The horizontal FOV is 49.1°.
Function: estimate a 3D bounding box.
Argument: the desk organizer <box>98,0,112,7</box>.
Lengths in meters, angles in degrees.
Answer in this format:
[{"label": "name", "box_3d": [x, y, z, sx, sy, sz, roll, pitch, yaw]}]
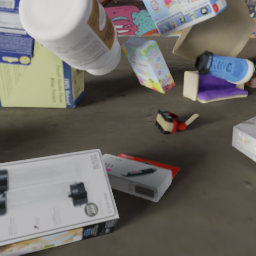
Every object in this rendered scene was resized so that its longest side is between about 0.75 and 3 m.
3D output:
[{"label": "desk organizer", "box_3d": [-0.934, -3.796, 7.939, 0.794, 0.740, 2.062, -36, 21, -13]}]

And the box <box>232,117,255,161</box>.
[{"label": "box", "box_3d": [3.704, 0.386, 5.752, 1.884, 0.575, 2.379, -20, 34, -17]}]

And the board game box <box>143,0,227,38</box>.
[{"label": "board game box", "box_3d": [1.169, -3.445, 6.928, 0.540, 1.891, 1.931, -42, 22, -26]}]

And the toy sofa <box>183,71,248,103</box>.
[{"label": "toy sofa", "box_3d": [3.599, -1.782, 11.264, 2.551, 1.057, 1.245, -10, 23, -22]}]

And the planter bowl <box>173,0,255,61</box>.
[{"label": "planter bowl", "box_3d": [2.906, -3.219, 9.134, 1.778, 2.641, 2.641, 28, 23, -4]}]

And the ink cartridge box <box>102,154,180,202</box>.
[{"label": "ink cartridge box", "box_3d": [0.163, 0.836, 5.769, 1.537, 0.335, 1.334, 11, 26, 26]}]

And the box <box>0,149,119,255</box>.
[{"label": "box", "box_3d": [-1.309, 1.089, 4.069, 2.078, 0.625, 1.212, -8, 54, -19]}]

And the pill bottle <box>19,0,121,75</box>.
[{"label": "pill bottle", "box_3d": [-1.022, -2.049, 6.065, 1.405, 1.405, 2.457, 7, -6, 17]}]

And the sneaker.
[{"label": "sneaker", "box_3d": [2.480, -1.668, 7.645, 1.006, 0.694, 1.808, 7, 18, -18]}]

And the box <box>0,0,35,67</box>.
[{"label": "box", "box_3d": [-3.131, -2.600, 7.656, 1.129, 1.864, 0.302, 4, -6, -10]}]

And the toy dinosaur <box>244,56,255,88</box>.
[{"label": "toy dinosaur", "box_3d": [5.362, -2.592, 13.277, 1.671, 1.258, 2.462, -29, 55, -21]}]

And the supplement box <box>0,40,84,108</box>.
[{"label": "supplement box", "box_3d": [-3.271, -2.392, 10.263, 2.907, 2.910, 1.954, 1, 22, 2]}]

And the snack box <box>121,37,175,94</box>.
[{"label": "snack box", "box_3d": [0.505, -1.621, 7.217, 0.447, 1.320, 1.113, -40, 35, -12]}]

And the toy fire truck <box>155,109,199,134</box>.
[{"label": "toy fire truck", "box_3d": [1.414, -0.222, 8.107, 1.019, 0.656, 0.897, 7, 20, -13]}]
